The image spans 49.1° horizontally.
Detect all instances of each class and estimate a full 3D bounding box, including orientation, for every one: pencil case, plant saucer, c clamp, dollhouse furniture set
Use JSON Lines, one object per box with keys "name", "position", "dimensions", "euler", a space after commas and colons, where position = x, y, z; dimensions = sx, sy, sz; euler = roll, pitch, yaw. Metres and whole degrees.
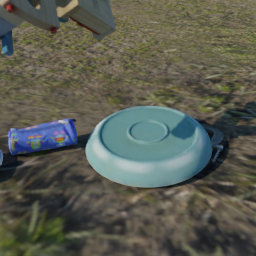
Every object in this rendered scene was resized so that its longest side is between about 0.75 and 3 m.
{"name": "pencil case", "position": [-1.918, 0.184, 6.387], "dimensions": [1.548, 0.672, 0.604], "euler": [-10, 43, -14]}
{"name": "plant saucer", "position": [0.450, 0.201, 6.486], "dimensions": [2.904, 0.398, 2.904], "euler": [-3, 33, 2]}
{"name": "c clamp", "position": [1.681, 0.187, 6.818], "dimensions": [1.439, 0.195, 1.229], "euler": [23, 40, 31]}
{"name": "dollhouse furniture set", "position": [-1.463, -1.707, 4.463], "dimensions": [1.565, 1.556, 2.220], "euler": [-20, -16, 30]}

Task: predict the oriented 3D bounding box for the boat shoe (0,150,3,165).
{"name": "boat shoe", "position": [-2.942, 0.728, 5.781], "dimensions": [0.407, 0.400, 1.128], "euler": [1, 33, 1]}
